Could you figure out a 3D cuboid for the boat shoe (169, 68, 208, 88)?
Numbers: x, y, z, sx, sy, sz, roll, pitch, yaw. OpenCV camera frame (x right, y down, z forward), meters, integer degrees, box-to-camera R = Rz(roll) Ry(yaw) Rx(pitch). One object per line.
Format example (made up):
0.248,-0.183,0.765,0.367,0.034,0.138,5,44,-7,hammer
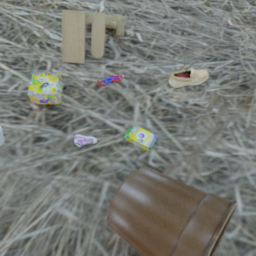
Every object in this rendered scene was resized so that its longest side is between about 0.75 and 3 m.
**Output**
2.550,-2.138,11.531,1.765,0.610,0.651,-16,55,-12,boat shoe

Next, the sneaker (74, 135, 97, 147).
-1.474,0.517,9.684,0.773,0.280,0.440,8,42,-8,sneaker

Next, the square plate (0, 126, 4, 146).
-4.416,0.526,9.187,0.138,0.958,0.967,29,53,2,square plate

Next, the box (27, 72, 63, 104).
-3.204,-1.548,10.949,1.122,0.684,1.080,0,61,-1,box

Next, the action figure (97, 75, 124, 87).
-0.693,-2.024,11.675,1.151,0.297,0.377,-17,53,-16,action figure

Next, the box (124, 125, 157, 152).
0.425,0.327,9.945,1.071,0.259,0.629,25,57,19,box

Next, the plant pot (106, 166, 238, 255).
1.019,2.381,7.170,2.569,2.595,2.595,27,58,27,plant pot

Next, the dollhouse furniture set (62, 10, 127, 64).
-1.474,-4.207,13.152,2.499,2.141,2.628,6,19,4,dollhouse furniture set
